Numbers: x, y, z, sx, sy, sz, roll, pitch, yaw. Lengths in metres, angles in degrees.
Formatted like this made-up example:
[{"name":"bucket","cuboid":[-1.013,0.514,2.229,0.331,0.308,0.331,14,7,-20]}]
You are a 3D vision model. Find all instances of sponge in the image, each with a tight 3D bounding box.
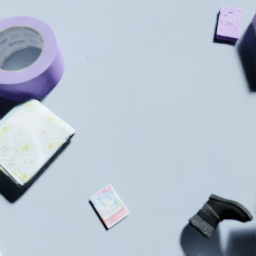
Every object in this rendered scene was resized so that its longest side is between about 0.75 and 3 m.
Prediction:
[{"name":"sponge","cuboid":[4.020,-4.168,11.154,0.867,0.232,1.555,13,68,5]}]

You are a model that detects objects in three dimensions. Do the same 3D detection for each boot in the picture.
[{"name":"boot","cuboid":[2.537,2.573,7.799,1.187,1.588,0.598,-42,109,-19]}]

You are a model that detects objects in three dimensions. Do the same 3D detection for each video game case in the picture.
[{"name":"video game case","cuboid":[-0.574,2.373,8.513,0.759,0.093,1.061,-32,71,-13]}]

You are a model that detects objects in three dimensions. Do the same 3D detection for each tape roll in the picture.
[{"name":"tape roll","cuboid":[-3.782,-2.461,9.921,2.843,1.208,2.843,0,67,-1]}]

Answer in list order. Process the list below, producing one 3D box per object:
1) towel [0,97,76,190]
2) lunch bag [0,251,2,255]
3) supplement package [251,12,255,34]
[{"name":"towel","cuboid":[-3.288,0.421,9.078,2.120,0.596,2.477,37,72,11]},{"name":"lunch bag","cuboid":[-4.006,3.640,7.860,0.843,0.325,0.676,-22,69,-9]},{"name":"supplement package","cuboid":[5.858,-3.640,10.405,1.670,1.189,2.145,-5,69,-1]}]
